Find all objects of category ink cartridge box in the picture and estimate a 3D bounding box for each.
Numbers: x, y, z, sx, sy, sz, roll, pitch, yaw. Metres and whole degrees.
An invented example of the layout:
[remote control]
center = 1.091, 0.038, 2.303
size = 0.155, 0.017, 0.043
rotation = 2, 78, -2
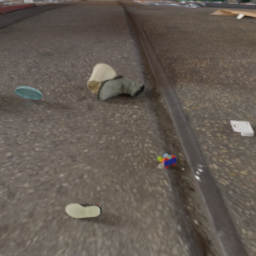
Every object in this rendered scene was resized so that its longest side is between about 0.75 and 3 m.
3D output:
[ink cartridge box]
center = 4.698, 0.020, 11.650
size = 0.774, 0.196, 0.878
rotation = 5, 32, 6

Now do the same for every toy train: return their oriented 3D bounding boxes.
[toy train]
center = 1.191, 1.151, 9.692
size = 0.866, 0.366, 0.501
rotation = -15, 24, -27

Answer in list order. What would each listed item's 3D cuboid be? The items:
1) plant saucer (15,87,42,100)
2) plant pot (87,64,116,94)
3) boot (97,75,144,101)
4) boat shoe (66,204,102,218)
[plant saucer]
center = -4.819, -1.711, 13.609
size = 1.279, 1.279, 0.175
rotation = 4, 73, 7
[plant pot]
center = -1.486, -2.479, 14.823
size = 1.370, 1.370, 1.254
rotation = 12, 46, 18
[boot]
center = -0.287, -1.947, 14.304
size = 1.643, 0.852, 2.515
rotation = 23, 40, 24
[boat shoe]
center = -1.237, 2.317, 7.854
size = 1.041, 0.381, 0.326
rotation = -3, -8, 16
